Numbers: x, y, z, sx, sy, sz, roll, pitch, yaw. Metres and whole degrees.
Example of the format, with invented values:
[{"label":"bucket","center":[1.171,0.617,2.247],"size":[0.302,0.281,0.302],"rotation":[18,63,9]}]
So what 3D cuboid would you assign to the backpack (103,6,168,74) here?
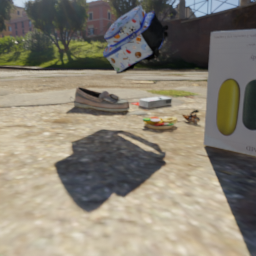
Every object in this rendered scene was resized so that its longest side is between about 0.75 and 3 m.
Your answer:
[{"label":"backpack","center":[0.131,-3.529,11.515],"size":[2.514,2.033,2.640],"rotation":[-33,20,34]}]

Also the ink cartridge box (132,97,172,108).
[{"label":"ink cartridge box","center":[1.157,-1.352,14.143],"size":[1.614,0.352,1.401],"rotation":[-11,20,-37]}]

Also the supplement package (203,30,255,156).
[{"label":"supplement package","center":[3.574,-0.974,7.386],"size":[2.253,2.968,2.236],"rotation":[12,19,39]}]

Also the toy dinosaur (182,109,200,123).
[{"label":"toy dinosaur","center":[2.360,-0.413,10.460],"size":[0.596,0.449,0.879],"rotation":[-26,47,-25]}]

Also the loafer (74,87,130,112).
[{"label":"loafer","center":[-1.296,-1.345,12.912],"size":[2.964,0.932,1.066],"rotation":[8,16,28]}]

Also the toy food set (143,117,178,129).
[{"label":"toy food set","center":[1.102,-0.200,9.813],"size":[1.130,0.275,1.118],"rotation":[9,17,30]}]

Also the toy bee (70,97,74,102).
[{"label":"toy bee","center":[-2.251,-1.641,14.481],"size":[0.887,0.736,1.354],"rotation":[45,29,-3]}]
